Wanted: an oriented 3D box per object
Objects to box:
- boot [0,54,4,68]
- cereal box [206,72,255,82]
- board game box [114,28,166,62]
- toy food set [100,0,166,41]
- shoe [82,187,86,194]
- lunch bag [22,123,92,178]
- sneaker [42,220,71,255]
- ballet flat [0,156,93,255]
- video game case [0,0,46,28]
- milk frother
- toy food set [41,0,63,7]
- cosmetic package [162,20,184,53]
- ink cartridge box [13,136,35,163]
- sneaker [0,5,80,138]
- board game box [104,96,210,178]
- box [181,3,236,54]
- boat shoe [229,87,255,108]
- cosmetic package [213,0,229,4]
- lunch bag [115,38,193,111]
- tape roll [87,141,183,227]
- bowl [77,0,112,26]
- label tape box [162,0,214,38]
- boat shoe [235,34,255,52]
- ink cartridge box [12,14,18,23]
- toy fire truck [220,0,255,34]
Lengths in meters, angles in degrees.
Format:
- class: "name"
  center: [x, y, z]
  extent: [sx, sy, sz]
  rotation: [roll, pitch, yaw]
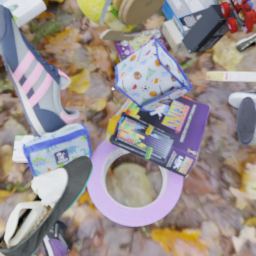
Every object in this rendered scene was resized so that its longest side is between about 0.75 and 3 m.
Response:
- class: "boot"
  center: [-4.447, -2.640, 9.457]
  extent: [1.461, 0.500, 1.376]
  rotation: [-36, 73, -13]
- class: "cereal box"
  center: [2.162, -1.022, 5.611]
  extent: [0.973, 0.700, 0.192]
  rotation: [-1, 101, -11]
- class: "board game box"
  center: [0.407, -2.839, 9.680]
  extent: [1.620, 0.262, 0.972]
  rotation: [-15, 75, -6]
- class: "toy food set"
  center: [0.321, -3.123, 6.624]
  extent: [2.432, 1.679, 0.488]
  rotation: [-43, 79, 32]
- class: "shoe"
  center: [-1.868, 1.667, 7.938]
  extent: [1.305, 0.348, 0.456]
  rotation: [1, 70, 0]
- class: "lunch bag"
  center: [-1.849, 0.569, 7.389]
  extent: [1.602, 1.884, 1.201]
  rotation: [-21, 76, -18]
- class: "sneaker"
  center: [-2.047, 2.669, 7.547]
  extent: [0.705, 0.610, 1.611]
  rotation: [-17, 69, -28]
- class: "ballet flat"
  center: [-1.353, 1.246, 4.510]
  extent: [0.694, 0.699, 2.043]
  rotation: [28, 81, 45]
- class: "video game case"
  center: [-4.052, -3.096, 8.046]
  extent: [2.720, 0.322, 2.476]
  rotation: [-42, 53, -16]
- class: "milk frother"
  center: [4.512, -0.776, 8.086]
  extent: [2.295, 2.202, 2.440]
  rotation: [3, 47, 0]
- class: "toy food set"
  center: [-3.485, -5.495, 10.372]
  extent: [1.750, 0.971, 2.974]
  rotation: [-16, 71, -32]
- class: "cosmetic package"
  center: [1.549, -3.153, 9.640]
  extent: [0.355, 0.503, 0.972]
  rotation: [-23, 70, -8]
- class: "ink cartridge box"
  center: [-3.072, 0.637, 8.331]
  extent: [0.549, 0.317, 0.755]
  rotation: [-1, 71, -1]
- class: "sneaker"
  center: [-1.659, -1.055, 5.186]
  extent: [1.013, 2.469, 0.866]
  rotation: [-19, 31, -10]
- class: "board game box"
  center: [0.931, -0.158, 7.659]
  extent: [2.234, 0.766, 2.703]
  rotation: [23, 36, 9]
- class: "box"
  center: [2.253, -2.705, 7.684]
  extent: [0.954, 1.351, 0.533]
  rotation: [-23, 76, -34]
- class: "boat shoe"
  center: [4.122, -0.965, 8.720]
  extent: [2.032, 0.729, 0.689]
  rotation: [5, 68, -1]
- class: "cosmetic package"
  center: [2.859, -4.218, 8.386]
  extent: [0.622, 1.203, 0.525]
  rotation: [-38, 58, 10]
- class: "lunch bag"
  center: [0.544, -0.927, 5.747]
  extent: [1.115, 1.311, 0.812]
  rotation: [-26, 45, 29]
- class: "tape roll"
  center: [0.173, 1.390, 7.787]
  extent: [2.559, 0.839, 2.559]
  rotation: [0, 71, 0]
- class: "bowl"
  center: [-0.836, -3.754, 7.029]
  extent: [1.068, 1.984, 1.984]
  rotation: [23, 71, -8]
- class: "label tape box"
  center: [2.535, -4.145, 9.895]
  extent: [2.182, 0.721, 1.563]
  rotation: [-22, 71, -6]
- class: "boat shoe"
  center: [4.256, -2.946, 9.638]
  extent: [1.118, 0.399, 0.337]
  rotation: [-25, 75, -2]
- class: "ink cartridge box"
  center: [-3.995, -2.292, 5.801]
  extent: [2.593, 0.982, 1.916]
  rotation: [29, 95, -9]
- class: "toy fire truck"
  center: [2.493, -2.672, 6.217]
  extent: [0.602, 0.901, 1.073]
  rotation: [-21, 78, 11]
